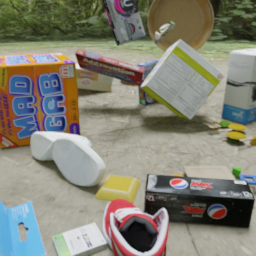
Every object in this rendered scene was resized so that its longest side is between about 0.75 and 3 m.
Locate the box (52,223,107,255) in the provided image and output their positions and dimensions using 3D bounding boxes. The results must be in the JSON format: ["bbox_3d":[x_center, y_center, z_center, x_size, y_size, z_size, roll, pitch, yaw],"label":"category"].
[{"bbox_3d":[-0.848,1.991,4.872,0.805,0.146,0.581,-9,23,-25],"label":"box"}]

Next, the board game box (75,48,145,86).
[{"bbox_3d":[-0.729,-2.429,11.383,2.758,0.268,1.420,16,-13,1],"label":"board game box"}]

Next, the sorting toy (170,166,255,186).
[{"bbox_3d":[1.934,1.238,6.603,2.082,0.284,1.172,0,18,-2],"label":"sorting toy"}]

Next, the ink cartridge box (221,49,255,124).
[{"bbox_3d":[4.665,-1.628,10.679,1.844,2.550,1.074,-16,27,-35],"label":"ink cartridge box"}]

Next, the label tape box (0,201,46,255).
[{"bbox_3d":[-2.761,1.733,4.660,2.376,0.786,1.702,-12,24,-23],"label":"label tape box"}]

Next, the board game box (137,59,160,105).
[{"bbox_3d":[1.626,-2.275,13.056,2.696,1.825,0.465,-21,30,-32],"label":"board game box"}]

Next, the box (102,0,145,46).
[{"bbox_3d":[-0.143,-3.581,9.030,0.911,1.588,1.049,-20,14,-3],"label":"box"}]

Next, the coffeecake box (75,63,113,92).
[{"bbox_3d":[-2.377,-2.821,15.220,2.125,1.012,2.769,3,18,-33],"label":"coffeecake box"}]

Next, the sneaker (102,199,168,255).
[{"bbox_3d":[0.046,1.521,4.424,0.843,1.331,2.367,-5,22,-11],"label":"sneaker"}]

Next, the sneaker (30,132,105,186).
[{"bbox_3d":[-1.352,0.603,7.332,1.264,1.074,2.856,-5,18,-45],"label":"sneaker"}]

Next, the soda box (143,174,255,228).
[{"bbox_3d":[1.334,1.416,5.525,2.015,0.713,0.638,3,23,7],"label":"soda box"}]

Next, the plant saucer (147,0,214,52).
[{"bbox_3d":[2.179,-4.487,11.862,2.765,2.765,0.490,0,14,-1],"label":"plant saucer"}]

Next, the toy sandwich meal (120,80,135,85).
[{"bbox_3d":[0.633,-3.181,16.897,2.461,0.843,2.461,0,22,0],"label":"toy sandwich meal"}]

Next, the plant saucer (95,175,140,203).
[{"bbox_3d":[-0.218,1.342,6.409,0.869,0.211,0.869,5,22,14],"label":"plant saucer"}]

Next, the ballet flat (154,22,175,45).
[{"bbox_3d":[1.215,-3.416,10.004,0.386,1.024,0.347,10,51,-46],"label":"ballet flat"}]

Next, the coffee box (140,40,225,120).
[{"bbox_3d":[1.831,-1.666,10.178,1.966,1.944,1.963,37,3,-6],"label":"coffee box"}]

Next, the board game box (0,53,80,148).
[{"bbox_3d":[-3.134,-1.075,9.399,2.460,2.461,2.459,-8,23,-20],"label":"board game box"}]

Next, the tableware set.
[{"bbox_3d":[3.491,0.162,9.347,1.277,0.291,1.895,-7,22,-25],"label":"tableware set"}]
